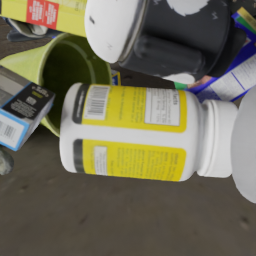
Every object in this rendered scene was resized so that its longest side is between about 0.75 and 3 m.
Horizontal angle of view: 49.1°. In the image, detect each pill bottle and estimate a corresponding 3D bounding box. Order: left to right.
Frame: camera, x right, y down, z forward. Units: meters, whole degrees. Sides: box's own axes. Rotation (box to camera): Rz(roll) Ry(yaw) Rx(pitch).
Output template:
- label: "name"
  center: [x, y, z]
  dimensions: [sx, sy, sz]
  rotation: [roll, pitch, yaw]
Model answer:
- label: "pill bottle"
  center: [0.297, 0.081, 4.052]
  dimensions: [2.285, 1.306, 1.306]
  rotation: [5, 33, 2]

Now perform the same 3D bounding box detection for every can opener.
- label: "can opener"
  center: [-2.326, -2.778, 7.898]
  dimensions: [2.143, 0.843, 0.679]
  rotation: [-9, 28, 7]

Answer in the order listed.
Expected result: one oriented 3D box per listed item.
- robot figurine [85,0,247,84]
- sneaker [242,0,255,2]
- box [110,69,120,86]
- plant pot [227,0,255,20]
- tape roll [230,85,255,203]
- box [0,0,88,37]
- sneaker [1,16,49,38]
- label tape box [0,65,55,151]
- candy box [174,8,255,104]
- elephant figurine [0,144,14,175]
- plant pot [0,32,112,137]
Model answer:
- label: "robot figurine"
  center: [0.394, -1.106, 3.070]
  dimensions: [1.712, 1.068, 1.286]
  rotation: [12, 2, -16]
- label: "sneaker"
  center: [2.598, -2.915, 5.980]
  dimensions: [0.417, 0.451, 1.118]
  rotation: [-22, 27, -37]
- label: "box"
  center: [-1.439, -1.698, 9.558]
  dimensions: [2.422, 0.849, 0.779]
  rotation: [22, 39, 30]
- label: "plant pot"
  center: [3.045, -3.455, 7.750]
  dimensions: [2.213, 2.218, 1.968]
  rotation: [-16, 24, 52]
- label: "tape roll"
  center: [1.826, 0.195, 3.301]
  dimensions: [1.505, 1.505, 0.497]
  rotation: [-26, 19, -34]
- label: "box"
  center: [-0.992, -1.880, 3.851]
  dimensions: [2.625, 0.988, 0.658]
  rotation: [11, 28, -13]
- label: "sneaker"
  center: [-1.728, -2.424, 5.564]
  dimensions: [1.456, 0.766, 2.016]
  rotation: [41, 41, 20]
- label: "label tape box"
  center: [-1.582, -0.446, 3.689]
  dimensions: [1.049, 0.460, 1.454]
  rotation: [28, 26, -11]
- label: "candy box"
  center: [1.590, -1.074, 4.772]
  dimensions: [1.618, 0.623, 1.368]
  rotation: [-35, 32, 24]
- label: "elephant figurine"
  center: [-3.375, -0.071, 6.635]
  dimensions: [2.582, 1.827, 2.003]
  rotation: [13, 77, 4]
- label: "plant pot"
  center: [-2.162, -1.083, 7.451]
  dimensions: [2.435, 2.649, 2.649]
  rotation: [6, 32, 31]
